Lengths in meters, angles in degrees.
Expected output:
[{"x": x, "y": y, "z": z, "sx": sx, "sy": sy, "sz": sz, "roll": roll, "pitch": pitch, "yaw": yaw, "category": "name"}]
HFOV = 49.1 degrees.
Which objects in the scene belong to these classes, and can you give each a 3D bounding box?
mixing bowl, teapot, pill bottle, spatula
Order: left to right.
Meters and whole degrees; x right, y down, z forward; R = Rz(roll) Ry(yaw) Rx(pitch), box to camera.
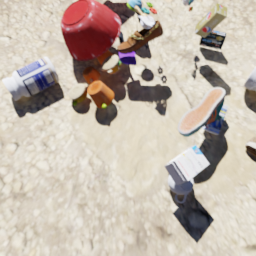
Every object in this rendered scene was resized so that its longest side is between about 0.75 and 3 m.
[{"x": -3.592, "y": -1.793, "z": 10.386, "sx": 1.810, "sy": 1.047, "sz": 1.047, "roll": -30, "pitch": 67, "yaw": -14, "category": "pill bottle"}, {"x": -1.605, "y": -3.827, "z": 10.374, "sx": 2.388, "sy": 1.294, "sz": 2.388, "roll": -12, "pitch": 60, "yaw": 23, "category": "mixing bowl"}, {"x": -0.169, "y": -3.162, "z": 10.850, "sx": 0.657, "sy": 0.239, "sz": 2.325, "roll": 4, "pitch": 43, "yaw": -18, "category": "spatula"}, {"x": 1.581, "y": 1.759, "z": 8.851, "sx": 0.883, "sy": 0.654, "sz": 0.895, "roll": 43, "pitch": 43, "yaw": -7, "category": "teapot"}, {"x": 5.623, "y": -1.336, "z": 9.900, "sx": 2.635, "sy": 1.526, "sz": 1.526, "roll": 37, "pitch": 69, "yaw": 18, "category": "pill bottle"}]

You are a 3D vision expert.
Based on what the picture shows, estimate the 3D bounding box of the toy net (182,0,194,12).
[{"x": 2.172, "y": -4.566, "z": 10.248, "sx": 0.208, "sy": 0.564, "sz": 1.075, "roll": 20, "pitch": 27, "yaw": 23, "category": "toy net"}]

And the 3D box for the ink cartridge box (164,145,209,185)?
[{"x": 1.624, "y": 1.052, "z": 7.850, "sx": 0.911, "sy": 0.659, "sz": 0.671, "roll": -29, "pitch": 81, "yaw": -29, "category": "ink cartridge box"}]

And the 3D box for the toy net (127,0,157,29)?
[{"x": 0.583, "y": -3.858, "z": 9.653, "sx": 0.993, "sy": 0.366, "sz": 1.893, "roll": 12, "pitch": 47, "yaw": -27, "category": "toy net"}]

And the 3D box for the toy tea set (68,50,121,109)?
[{"x": -0.960, "y": -1.839, "z": 10.659, "sx": 1.669, "sy": 1.039, "sz": 2.807, "roll": 9, "pitch": 63, "yaw": 38, "category": "toy tea set"}]

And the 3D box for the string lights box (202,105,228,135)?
[{"x": 3.052, "y": -0.335, "z": 9.828, "sx": 0.539, "sy": 0.309, "sz": 1.049, "roll": 20, "pitch": 87, "yaw": -3, "category": "string lights box"}]

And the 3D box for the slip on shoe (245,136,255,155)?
[{"x": 4.736, "y": 0.881, "z": 9.321, "sx": 1.615, "sy": 0.614, "sz": 0.489, "roll": 34, "pitch": 71, "yaw": 24, "category": "slip on shoe"}]

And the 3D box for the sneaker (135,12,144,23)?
[{"x": 0.484, "y": -4.670, "z": 11.080, "sx": 0.349, "sy": 0.496, "sz": 0.934, "roll": -15, "pitch": 79, "yaw": -6, "category": "sneaker"}]

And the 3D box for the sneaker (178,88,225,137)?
[{"x": 2.425, "y": -0.333, "z": 8.940, "sx": 2.102, "sy": 0.840, "sz": 0.750, "roll": -43, "pitch": 46, "yaw": -17, "category": "sneaker"}]

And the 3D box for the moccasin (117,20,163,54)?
[{"x": 0.376, "y": -3.156, "z": 9.752, "sx": 1.728, "sy": 0.667, "sz": 0.632, "roll": -23, "pitch": 48, "yaw": 12, "category": "moccasin"}]

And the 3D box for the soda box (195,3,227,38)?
[{"x": 2.961, "y": -3.825, "z": 10.064, "sx": 0.448, "sy": 1.324, "sz": 0.424, "roll": 15, "pitch": 71, "yaw": -17, "category": "soda box"}]

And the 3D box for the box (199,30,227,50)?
[{"x": 3.391, "y": -3.567, "z": 11.276, "sx": 0.939, "sy": 0.746, "sz": 0.216, "roll": 15, "pitch": 63, "yaw": 8, "category": "box"}]
